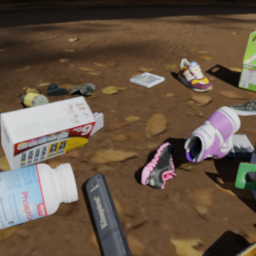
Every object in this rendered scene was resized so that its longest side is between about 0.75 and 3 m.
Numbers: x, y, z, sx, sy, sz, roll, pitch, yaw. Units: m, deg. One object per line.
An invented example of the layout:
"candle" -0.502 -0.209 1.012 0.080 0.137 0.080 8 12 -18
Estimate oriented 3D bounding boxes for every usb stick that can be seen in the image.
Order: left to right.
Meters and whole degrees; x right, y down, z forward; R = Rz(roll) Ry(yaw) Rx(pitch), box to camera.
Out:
"usb stick" -0.523 2.115 6.623 0.396 0.673 2.426 24 26 -37

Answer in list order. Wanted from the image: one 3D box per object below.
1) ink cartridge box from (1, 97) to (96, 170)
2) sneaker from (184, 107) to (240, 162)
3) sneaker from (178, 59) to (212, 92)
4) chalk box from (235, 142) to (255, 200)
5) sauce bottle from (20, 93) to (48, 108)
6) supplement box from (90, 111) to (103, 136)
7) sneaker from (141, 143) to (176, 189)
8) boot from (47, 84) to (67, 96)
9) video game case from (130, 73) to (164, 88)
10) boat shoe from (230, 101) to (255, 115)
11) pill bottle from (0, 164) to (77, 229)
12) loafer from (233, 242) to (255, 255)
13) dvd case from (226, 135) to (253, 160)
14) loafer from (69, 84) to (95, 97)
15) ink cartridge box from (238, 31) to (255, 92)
"ink cartridge box" -2.585 0.302 8.989 2.557 2.245 1.072 -18 66 -31
"sneaker" 2.264 0.517 8.277 1.536 2.695 0.977 -39 61 -8
"sneaker" 3.402 -2.741 14.462 0.945 1.136 2.521 -15 34 -23
"chalk box" 4.221 1.318 7.270 2.671 1.667 1.656 -2 31 -1
"sauce bottle" -4.037 -1.142 11.799 0.667 0.667 2.061 -24 25 -33
"supplement box" -2.103 -0.346 10.996 2.014 0.613 1.096 19 36 26
"sneaker" 1.109 1.183 8.501 0.854 0.708 1.791 21 45 23
"boot" -3.499 -1.920 13.828 1.006 0.384 0.846 -9 36 -4
"video game case" 1.033 -2.605 15.187 1.282 0.165 1.411 24 39 35
"boat shoe" 5.323 -0.889 11.991 1.853 0.524 0.636 2 31 3
"pill bottle" -2.578 1.658 7.007 2.421 1.316 1.316 -12 33 -18
"loafer" 1.966 2.934 5.168 2.860 1.034 1.041 -26 41 -35
"dvd case" 3.807 0.655 9.791 0.999 0.164 1.329 1 31 2
"loafer" -2.171 -1.702 13.198 1.485 0.533 0.467 -5 35 38
"ink cartridge box" 6.601 -3.434 14.092 1.023 2.702 1.997 23 38 33
